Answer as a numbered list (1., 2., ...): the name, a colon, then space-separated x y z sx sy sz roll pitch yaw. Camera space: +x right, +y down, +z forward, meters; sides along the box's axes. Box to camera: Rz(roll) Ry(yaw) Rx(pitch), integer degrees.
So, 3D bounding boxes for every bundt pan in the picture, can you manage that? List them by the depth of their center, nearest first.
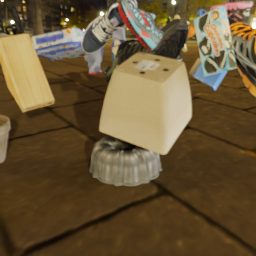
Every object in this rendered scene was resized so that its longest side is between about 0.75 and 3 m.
1. bundt pan: -0.071 0.754 7.878 2.090 0.784 2.090 1 21 0

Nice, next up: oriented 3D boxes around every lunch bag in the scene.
1. lunch bag: -2.586 -3.178 10.801 2.127 0.804 1.705 -7 1 19

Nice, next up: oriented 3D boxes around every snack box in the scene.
1. snack box: 1.971 -1.937 6.414 0.252 1.359 0.789 -15 6 -30

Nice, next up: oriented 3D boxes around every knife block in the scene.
1. knife block: -3.260 -2.167 8.256 0.926 2.542 2.895 -20 38 -25

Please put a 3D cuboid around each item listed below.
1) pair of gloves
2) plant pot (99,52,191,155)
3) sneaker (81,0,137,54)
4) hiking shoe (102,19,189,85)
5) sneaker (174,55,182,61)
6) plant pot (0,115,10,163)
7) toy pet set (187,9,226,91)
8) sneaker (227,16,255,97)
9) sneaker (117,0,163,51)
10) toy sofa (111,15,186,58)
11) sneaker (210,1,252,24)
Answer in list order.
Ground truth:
1. pair of gloves: -0.948 -3.626 13.264 2.807 2.256 0.320 1 24 17
2. plant pot: 0.501 -0.771 6.856 1.859 1.646 1.857 20 42 23
3. sneaker: -0.572 -2.702 7.529 1.995 0.699 1.082 -39 23 18
4. hiking shoe: 0.323 -2.193 8.046 1.114 2.941 1.480 14 43 -55
5. sneaker: 2.121 -3.044 13.157 1.042 0.444 0.401 -28 68 -28
6. plant pot: -4.109 0.420 8.096 1.416 1.229 1.416 1 21 0
7. toy pet set: 3.354 -2.814 10.703 2.523 2.355 1.340 25 10 -27
8. sneaker: 2.778 -1.881 6.427 1.037 1.023 2.650 -26 62 -13
9. sneaker: 0.293 -2.411 6.331 0.618 1.294 0.513 -43 22 -3
10. toy sofa: 0.732 -3.242 10.492 2.686 1.311 1.112 -16 52 21
11. sneaker: 3.674 -4.064 10.192 0.745 0.899 1.886 -19 24 -16
